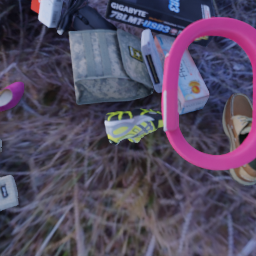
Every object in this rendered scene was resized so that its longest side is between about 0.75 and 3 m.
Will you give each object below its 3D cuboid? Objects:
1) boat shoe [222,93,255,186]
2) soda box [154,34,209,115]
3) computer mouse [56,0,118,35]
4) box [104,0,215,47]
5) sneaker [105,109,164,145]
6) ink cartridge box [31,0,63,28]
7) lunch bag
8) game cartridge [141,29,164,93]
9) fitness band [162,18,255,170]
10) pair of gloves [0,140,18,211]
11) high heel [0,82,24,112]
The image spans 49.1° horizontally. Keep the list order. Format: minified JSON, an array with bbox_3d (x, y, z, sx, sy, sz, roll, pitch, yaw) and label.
[{"bbox_3d":[2.891,0.161,6.749,0.896,0.875,2.369,3,64,-1],"label":"boat shoe"},{"bbox_3d":[1.363,-1.531,7.607,0.710,0.763,2.232,-15,65,-7],"label":"soda box"},{"bbox_3d":[-1.031,-2.801,7.906,1.824,0.481,1.263,31,111,-16],"label":"computer mouse"},{"bbox_3d":[0.971,-3.737,7.990,2.862,0.716,2.883,14,51,-7],"label":"box"},{"bbox_3d":[0.235,-0.051,6.512,1.765,0.674,0.665,-6,18,-30],"label":"sneaker"},{"bbox_3d":[-2.541,-3.880,8.346,1.519,1.216,0.359,39,37,26],"label":"ink cartridge box"},{"bbox_3d":[-0.414,-1.656,7.437,2.111,1.241,1.731,-6,63,-10],"label":"lunch bag"},{"bbox_3d":[0.614,-1.652,6.888,0.275,1.357,0.905,-10,41,19],"label":"game cartridge"},{"bbox_3d":[1.616,-0.608,5.104,1.962,0.511,2.733,3,87,0],"label":"fitness band"},{"bbox_3d":[-3.863,1.136,6.593,2.061,0.425,2.424,-24,71,-15],"label":"pair of gloves"},{"bbox_3d":[-3.418,-0.760,7.246,0.553,0.788,1.643,41,72,17],"label":"high heel"}]
